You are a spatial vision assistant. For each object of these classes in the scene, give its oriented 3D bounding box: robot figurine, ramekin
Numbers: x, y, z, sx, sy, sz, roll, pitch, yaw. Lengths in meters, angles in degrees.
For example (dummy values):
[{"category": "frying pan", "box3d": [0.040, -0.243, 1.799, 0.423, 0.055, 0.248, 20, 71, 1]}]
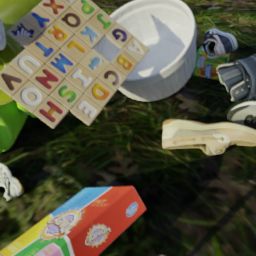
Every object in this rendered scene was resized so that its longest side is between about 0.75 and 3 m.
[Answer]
[{"category": "robot figurine", "box3d": [-4.029, -0.371, 8.552, 2.495, 1.645, 2.843, -4, 38, 5]}, {"category": "ramekin", "box3d": [0.578, -2.157, 8.109, 2.922, 1.534, 2.922, -9, 62, 18]}]

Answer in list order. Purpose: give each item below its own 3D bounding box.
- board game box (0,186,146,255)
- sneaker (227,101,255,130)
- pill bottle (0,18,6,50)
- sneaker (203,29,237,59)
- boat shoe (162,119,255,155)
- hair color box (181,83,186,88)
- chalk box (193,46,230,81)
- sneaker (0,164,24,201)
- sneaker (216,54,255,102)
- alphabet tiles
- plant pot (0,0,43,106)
[{"category": "board game box", "box3d": [-1.260, 2.109, 5.301, 2.713, 0.547, 2.076, -33, 9, -36]}, {"category": "sneaker", "box3d": [4.428, -0.240, 9.078, 2.313, 0.855, 0.917, 9, 43, 10]}, {"category": "pill bottle", "box3d": [-3.166, -1.732, 5.083, 1.565, 0.894, 0.894, -11, 39, -4]}, {"category": "sneaker", "box3d": [3.149, -3.150, 10.469, 0.847, 0.837, 2.134, -29, 22, 3]}, {"category": "boat shoe", "box3d": [2.442, 0.380, 8.281, 2.887, 1.042, 0.938, 6, 74, 0]}, {"category": "hair color box", "box3d": [1.862, -2.454, 12.103, 0.997, 0.601, 1.964, 0, 38, -2]}, {"category": "chalk box", "box3d": [3.475, -2.872, 12.290, 1.694, 1.057, 1.050, 14, 39, 19]}, {"category": "sneaker", "box3d": [-3.245, 1.388, 7.254, 0.544, 0.469, 1.240, -32, 47, -34]}, {"category": "sneaker", "box3d": [2.899, -1.453, 5.855, 1.780, 2.463, 0.936, -12, 60, -4]}, {"category": "alphabet tiles", "box3d": [-1.171, -1.438, 5.618, 2.337, 0.106, 2.796, 38, 65, -6]}, {"category": "plant pot", "box3d": [-2.987, -1.859, 7.037, 2.688, 2.688, 2.588, 2, 29, 3]}]
